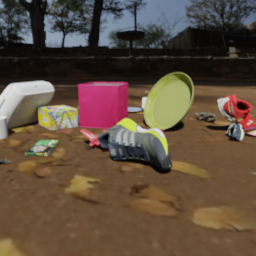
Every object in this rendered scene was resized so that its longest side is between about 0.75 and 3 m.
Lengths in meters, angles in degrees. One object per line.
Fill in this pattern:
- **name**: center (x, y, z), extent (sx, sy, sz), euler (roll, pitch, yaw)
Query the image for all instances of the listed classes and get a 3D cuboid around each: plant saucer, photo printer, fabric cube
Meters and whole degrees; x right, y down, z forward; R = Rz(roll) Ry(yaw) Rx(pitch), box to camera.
- **plant saucer**: center (1.721, -1.053, 11.655), extent (0.403, 2.594, 2.594), euler (26, -4, -36)
- **photo printer**: center (-4.473, -0.976, 11.847), extent (0.852, 2.040, 2.453), euler (42, 26, 10)
- **fabric cube**: center (-1.033, -1.055, 12.387), extent (1.785, 1.813, 1.819), euler (2, 14, 14)

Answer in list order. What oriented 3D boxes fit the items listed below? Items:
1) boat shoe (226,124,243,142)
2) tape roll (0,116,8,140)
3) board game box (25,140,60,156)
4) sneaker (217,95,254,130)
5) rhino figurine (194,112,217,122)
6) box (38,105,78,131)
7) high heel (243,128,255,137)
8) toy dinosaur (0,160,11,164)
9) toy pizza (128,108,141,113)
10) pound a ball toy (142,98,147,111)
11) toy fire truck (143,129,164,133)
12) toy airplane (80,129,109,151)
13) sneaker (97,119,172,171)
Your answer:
- **boat shoe**: center (3.862, 0.132, 10.222), extent (0.416, 0.503, 1.344), euler (18, 24, 6)
- **tape roll**: center (-4.988, -0.003, 10.232), extent (1.074, 0.738, 1.074), euler (0, 13, 0)
- **board game box**: center (-2.681, 0.625, 8.887), extent (0.678, 0.152, 1.295), euler (-1, 13, 4)
- **sneaker**: center (4.345, -0.546, 10.721), extent (2.214, 0.853, 0.940), euler (26, -36, -34)
- **rhino figurine**: center (3.617, -0.542, 13.250), extent (0.593, 0.406, 1.356), euler (5, 7, -29)
- **box**: center (-3.021, -0.453, 12.032), extent (1.256, 0.796, 1.305), euler (-9, 17, -38)
- **high heel**: center (4.829, 0.148, 10.114), extent (0.623, 0.438, 1.299), euler (4, 4, -33)
- **toy dinosaur**: center (-3.696, 0.908, 7.561), extent (0.944, 0.224, 0.416), euler (-10, 23, -24)
- **toy pizza**: center (0.225, -0.972, 15.601), extent (1.038, 0.165, 1.038), euler (0, 15, 0)
- **pound a ball toy**: center (1.679, -1.162, 15.566), extent (1.790, 0.761, 1.167), euler (1, -11, 4)
- **toy fire truck**: center (1.001, 0.243, 9.758), extent (0.776, 0.567, 0.881), euler (8, 25, 44)
- **toy airplane**: center (-0.882, 0.350, 9.210), extent (1.393, 0.256, 1.393), euler (7, 38, -6)
- **sneaker**: center (0.137, 0.570, 7.720), extent (1.180, 1.077, 2.916), euler (-24, 21, -23)
